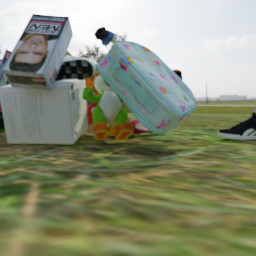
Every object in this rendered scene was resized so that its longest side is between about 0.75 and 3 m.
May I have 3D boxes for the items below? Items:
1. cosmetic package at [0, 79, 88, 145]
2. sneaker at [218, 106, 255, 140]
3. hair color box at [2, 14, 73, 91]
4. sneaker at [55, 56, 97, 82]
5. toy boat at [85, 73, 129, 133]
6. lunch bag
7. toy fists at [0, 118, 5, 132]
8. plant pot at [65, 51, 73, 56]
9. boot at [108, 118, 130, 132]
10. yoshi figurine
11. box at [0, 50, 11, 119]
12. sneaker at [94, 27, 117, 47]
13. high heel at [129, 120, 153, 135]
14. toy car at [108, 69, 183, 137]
[{"bbox_3d":[-2.262,-0.512,7.887,1.899,1.565,1.567,1,17,7],"label":"cosmetic package"},{"bbox_3d":[3.730,-0.187,8.638,1.951,1.092,0.713,0,2,-3],"label":"sneaker"},{"bbox_3d":[-2.154,-1.916,6.933,1.007,2.035,0.617,7,-31,7],"label":"hair color box"},{"bbox_3d":[-1.717,-1.651,7.659,1.874,0.694,0.829,8,24,10],"label":"sneaker"},{"bbox_3d":[-0.864,-1.165,9.587,2.644,1.728,1.725,-34,14,15],"label":"toy boat"},{"bbox_3d":[0.445,-1.029,6.805,0.942,2.443,1.959,-48,-11,32],"label":"lunch bag"},{"bbox_3d":[-6.011,-0.266,11.101,2.528,0.869,1.289,-1,3,-31],"label":"toy fists"},{"bbox_3d":[-1.821,-2.149,8.583,0.907,0.125,0.907,38,-11,8],"label":"plant pot"},{"bbox_3d":[-0.389,-0.052,9.970,0.986,0.363,0.372,-32,13,22],"label":"boot"},{"bbox_3d":[-0.475,-0.989,7.928,1.404,2.508,1.410,-19,-28,27],"label":"yoshi figurine"},{"bbox_3d":[-2.922,-1.060,9.307,2.922,2.001,0.583,16,11,-44],"label":"box"},{"bbox_3d":[-0.566,-2.039,6.227,0.440,0.303,0.790,21,5,-24],"label":"sneaker"},{"bbox_3d":[0.847,-0.164,10.082,2.002,0.674,0.960,-7,-3,-23],"label":"high heel"},{"bbox_3d":[0.420,-0.935,8.890,2.937,1.441,0.977,-22,34,16],"label":"toy car"}]
